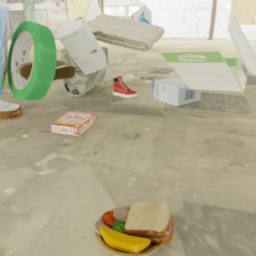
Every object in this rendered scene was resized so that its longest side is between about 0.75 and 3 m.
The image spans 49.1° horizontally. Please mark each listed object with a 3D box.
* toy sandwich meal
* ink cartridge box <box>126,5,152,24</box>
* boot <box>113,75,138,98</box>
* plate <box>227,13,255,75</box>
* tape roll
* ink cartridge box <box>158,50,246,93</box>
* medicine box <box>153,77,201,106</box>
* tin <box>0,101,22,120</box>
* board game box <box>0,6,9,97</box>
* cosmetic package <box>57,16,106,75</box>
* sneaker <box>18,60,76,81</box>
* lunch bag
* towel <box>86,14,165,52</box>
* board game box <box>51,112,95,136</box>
[{"bbox_3d":[0.105,1.873,5.496,1.593,0.546,1.593,0,23,0],"label":"toy sandwich meal"},{"bbox_3d":[0.276,-4.579,12.487,1.625,0.542,0.941,-26,49,37],"label":"ink cartridge box"},{"bbox_3d":[-0.170,-2.160,14.555,1.465,1.057,0.531,14,26,29],"label":"boot"},{"bbox_3d":[3.542,-2.483,8.660,0.327,2.025,2.021,-26,5,25],"label":"plate"},{"bbox_3d":[-3.222,-2.152,9.189,0.604,2.513,2.513,1,16,-43],"label":"tape roll"},{"bbox_3d":[2.622,-2.112,9.569,2.100,0.692,2.886,11,-14,37],"label":"ink cartridge box"},{"bbox_3d":[2.413,-1.860,13.967,1.662,0.939,1.825,-15,26,-32],"label":"medicine box"},{"bbox_3d":[-5.557,-0.799,12.169,2.100,0.440,1.176,12,30,27],"label":"tin"},{"bbox_3d":[-4.398,-2.626,9.492,0.473,2.587,1.957,4,30,-19],"label":"board game box"},{"bbox_3d":[-1.499,-2.699,9.384,0.920,1.810,0.670,-19,56,14],"label":"cosmetic package"},{"bbox_3d":[-2.900,-2.025,9.758,1.968,0.660,0.884,-9,30,-36],"label":"sneaker"},{"bbox_3d":[-2.337,-3.108,15.155,1.974,2.377,2.834,7,23,14],"label":"lunch bag"},{"bbox_3d":[-0.242,-3.705,10.673,2.986,0.515,1.979,18,42,16],"label":"towel"},{"bbox_3d":[-2.058,-0.180,10.698,1.134,0.347,1.497,7,23,15],"label":"board game box"}]
